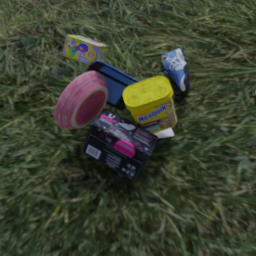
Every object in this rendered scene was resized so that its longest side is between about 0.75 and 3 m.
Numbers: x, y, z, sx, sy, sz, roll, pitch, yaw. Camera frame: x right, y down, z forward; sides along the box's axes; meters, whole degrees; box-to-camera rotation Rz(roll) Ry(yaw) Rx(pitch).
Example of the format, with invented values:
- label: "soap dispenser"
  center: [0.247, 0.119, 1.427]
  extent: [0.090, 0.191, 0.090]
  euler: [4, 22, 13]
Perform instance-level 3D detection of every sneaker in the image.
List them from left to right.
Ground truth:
- label: "sneaker"
  center: [2.011, -2.359, 11.723]
  extent: [0.968, 0.951, 2.512]
  euler: [-10, 44, 6]

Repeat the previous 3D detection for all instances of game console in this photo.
- label: "game console"
  center: [-0.524, -1.275, 9.002]
  extent: [1.852, 1.581, 1.096]
  euler: [25, 28, -20]

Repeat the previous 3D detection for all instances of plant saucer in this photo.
- label: "plant saucer"
  center: [-1.313, -0.730, 8.565]
  extent: [0.517, 2.041, 2.041]
  euler: [39, 60, 18]

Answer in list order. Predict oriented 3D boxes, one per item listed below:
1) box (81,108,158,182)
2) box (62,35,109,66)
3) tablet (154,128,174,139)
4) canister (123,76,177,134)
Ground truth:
- label: "box"
  center: [-0.248, 0.503, 8.589]
  extent: [1.900, 1.255, 1.090]
  euler: [29, 37, 5]
- label: "box"
  center: [-1.469, -2.708, 9.857]
  extent: [1.212, 0.739, 1.168]
  euler: [21, 20, 6]
- label: "tablet"
  center: [0.911, -0.285, 10.322]
  extent: [1.102, 0.116, 1.693]
  euler: [-7, 50, -14]
- label: "canister"
  center: [0.760, -0.607, 8.739]
  extent: [1.406, 1.894, 0.820]
  euler: [-18, 58, 6]
